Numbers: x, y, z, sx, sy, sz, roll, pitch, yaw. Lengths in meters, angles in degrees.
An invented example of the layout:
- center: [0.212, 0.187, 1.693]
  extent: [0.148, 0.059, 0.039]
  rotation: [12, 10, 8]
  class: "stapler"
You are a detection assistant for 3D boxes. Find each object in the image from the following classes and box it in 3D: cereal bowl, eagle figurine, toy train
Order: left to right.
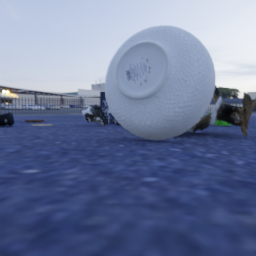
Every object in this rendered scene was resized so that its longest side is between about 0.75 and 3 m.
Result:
- center: [0.494, -1.035, 5.843]
  extent: [2.477, 2.477, 1.032]
  rotation: [2, -10, 29]
  class: "cereal bowl"
- center: [3.903, -0.356, 12.199]
  extent: [0.402, 0.544, 1.928]
  rotation: [-25, 9, -14]
  class: "toy train"
- center: [2.418, -0.454, 7.338]
  extent: [1.515, 1.507, 1.997]
  rotation: [-34, 26, -11]
  class: "eagle figurine"

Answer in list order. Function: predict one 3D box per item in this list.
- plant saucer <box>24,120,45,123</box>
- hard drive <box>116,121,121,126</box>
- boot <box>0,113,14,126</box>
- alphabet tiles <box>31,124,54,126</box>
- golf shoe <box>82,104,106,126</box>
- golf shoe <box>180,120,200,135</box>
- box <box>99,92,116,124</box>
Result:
- center: [-5.279, -0.374, 15.797]
  extent: [1.124, 0.180, 1.124]
  rotation: [1, 3, 0]
  class: "plant saucer"
- center: [0.260, -0.254, 12.616]
  extent: [1.097, 0.297, 1.570]
  rotation: [1, 4, 21]
  class: "hard drive"
- center: [-5.426, -0.299, 11.471]
  extent: [1.300, 0.587, 1.586]
  rotation: [-6, 6, -26]
  class: "boot"
- center: [-3.877, -0.121, 12.629]
  extent: [0.877, 0.033, 1.054]
  rotation: [-1, 3, -28]
  class: "alphabet tiles"
- center: [-1.437, -0.502, 11.936]
  extent: [0.792, 0.652, 1.676]
  rotation: [-15, -23, 7]
  class: "golf shoe"
- center: [1.690, -0.373, 7.893]
  extent: [1.139, 1.415, 2.910]
  rotation: [-15, 23, 29]
  class: "golf shoe"
- center: [-0.597, -1.034, 14.337]
  extent: [1.735, 1.580, 0.903]
  rotation: [0, 10, -8]
  class: "box"
